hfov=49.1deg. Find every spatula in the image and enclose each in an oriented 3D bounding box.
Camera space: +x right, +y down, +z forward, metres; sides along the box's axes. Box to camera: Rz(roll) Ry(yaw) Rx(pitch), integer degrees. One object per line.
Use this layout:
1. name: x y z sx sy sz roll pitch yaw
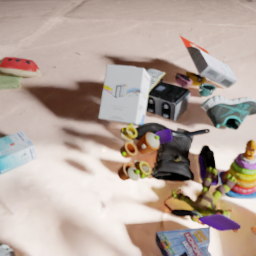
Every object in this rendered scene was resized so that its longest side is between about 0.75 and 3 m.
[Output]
1. spatula: 1.870 0.225 9.714 1.927 0.198 0.544 -7 55 3
2. spatula: 1.699 2.188 6.846 0.722 2.553 0.262 30 73 -11

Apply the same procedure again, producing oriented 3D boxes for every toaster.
1. toaster: 1.696 -1.218 12.229 1.627 1.068 1.799 22 41 27

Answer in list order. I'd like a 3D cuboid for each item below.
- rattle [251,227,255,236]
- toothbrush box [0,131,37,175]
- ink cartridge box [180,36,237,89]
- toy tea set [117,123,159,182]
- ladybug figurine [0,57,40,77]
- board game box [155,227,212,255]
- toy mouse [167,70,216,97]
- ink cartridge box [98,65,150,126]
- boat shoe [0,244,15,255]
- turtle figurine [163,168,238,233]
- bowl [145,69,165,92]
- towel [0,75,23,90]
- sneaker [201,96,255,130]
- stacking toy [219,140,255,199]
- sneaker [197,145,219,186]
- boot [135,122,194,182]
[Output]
1. rattle: 3.194 2.901 4.442 2.024 1.845 2.833 -8 76 1
2. toothbrush box: -4.117 0.859 9.697 1.531 0.653 1.121 -23 42 -31
3. ink cartridge box: 4.004 -3.514 14.049 2.389 0.839 2.940 14 51 -36
4. toy tea set: 0.393 0.784 8.863 1.354 0.843 2.277 32 41 -24
5. ladybug figurine: -5.827 -3.263 14.952 2.423 0.872 1.645 9 17 8
6. board game box: 1.583 3.035 6.855 1.396 0.431 1.396 -13 37 -16
7. toy mouse: 3.202 -2.045 13.529 2.766 0.535 2.458 16 31 -6
8. ink cartridge box: -0.095 -1.225 10.951 1.505 2.081 1.532 9 -1 14
9. boat shoe: -3.004 3.081 6.267 2.865 1.054 0.936 -2 40 -5
10. turtle figurine: 2.289 2.048 7.841 2.299 0.740 1.854 8 43 48
11. bowl: 0.677 -1.976 12.419 0.897 1.911 1.911 40 42 -2
12. towel: -6.398 -2.334 14.429 1.769 0.323 1.312 -5 35 -5
13. sneaker: 4.295 -0.495 11.369 2.879 1.117 1.313 -2 63 -24
14. stacking toy: 3.450 1.112 8.248 1.055 1.923 1.116 0 36 1
15. sneaker: 2.608 1.154 9.167 0.544 0.778 1.564 0 36 -1
16. boot: 1.111 0.848 9.609 2.468 0.854 2.148 6 42 17
